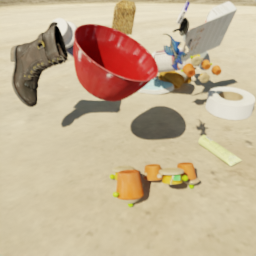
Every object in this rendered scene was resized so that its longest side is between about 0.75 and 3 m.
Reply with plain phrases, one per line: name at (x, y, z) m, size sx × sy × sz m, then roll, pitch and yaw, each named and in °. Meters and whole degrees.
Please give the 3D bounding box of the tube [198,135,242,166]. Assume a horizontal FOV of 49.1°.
tube at (3.140, 0.809, 9.791) m, size 0.451 × 0.403 × 1.554 m, roll -49°, pitch 48°, yaw -2°

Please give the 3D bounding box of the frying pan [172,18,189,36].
frying pan at (2.214, -4.039, 11.628) m, size 0.196 × 1.203 × 0.728 m, roll 1°, pitch 73°, yaw -18°

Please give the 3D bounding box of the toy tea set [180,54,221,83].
toy tea set at (2.861, -2.330, 10.982) m, size 1.591 × 0.946 × 0.589 m, roll 16°, pitch 35°, yaw -25°

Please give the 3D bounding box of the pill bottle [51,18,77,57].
pill bottle at (-2.370, -3.647, 11.492) m, size 1.092 × 1.092 × 1.966 m, roll 11°, pitch -3°, yaw 18°

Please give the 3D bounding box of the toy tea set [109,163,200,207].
toy tea set at (0.788, 1.642, 8.148) m, size 2.710 × 1.003 × 1.611 m, roll -3°, pitch 2°, yaw 1°

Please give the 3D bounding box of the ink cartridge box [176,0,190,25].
ink cartridge box at (2.254, -4.704, 11.232) m, size 0.180 × 0.830 × 0.822 m, roll 25°, pitch 51°, yaw -3°

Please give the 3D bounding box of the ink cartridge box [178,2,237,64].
ink cartridge box at (2.981, -3.737, 11.125) m, size 2.355 × 1.914 × 0.672 m, roll -23°, pitch 65°, yaw -16°

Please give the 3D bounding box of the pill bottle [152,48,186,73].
pill bottle at (1.603, -2.974, 12.490) m, size 1.744 × 0.955 × 0.955 m, roll -1°, pitch 28°, yaw 29°

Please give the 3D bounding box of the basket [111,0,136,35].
basket at (-0.241, -4.543, 11.449) m, size 0.907 × 1.218 × 0.869 m, roll 1°, pitch 45°, yaw -11°

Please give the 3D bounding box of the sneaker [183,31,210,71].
sneaker at (3.316, -3.730, 13.403) m, size 0.755 × 2.068 × 0.732 m, roll -26°, pitch 11°, yaw 22°

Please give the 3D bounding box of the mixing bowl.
mixing bowl at (-0.520, -1.620, 7.777) m, size 2.428 × 1.315 × 2.428 m, roll 19°, pitch 41°, yaw -17°

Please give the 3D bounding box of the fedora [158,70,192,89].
fedora at (2.300, -2.701, 14.803) m, size 2.093 × 2.093 × 0.853 m, roll 21°, pitch 77°, yaw 31°

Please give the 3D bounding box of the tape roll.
tape roll at (4.582, -1.139, 12.648) m, size 2.054 × 0.719 × 2.054 m, roll 0°, pitch 31°, yaw 0°

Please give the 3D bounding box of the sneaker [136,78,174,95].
sneaker at (1.095, -2.360, 14.373) m, size 2.547 × 1.044 × 0.941 m, roll 2°, pitch 32°, yaw 2°

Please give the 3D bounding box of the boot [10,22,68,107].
boot at (-2.875, -2.035, 9.265) m, size 2.114 × 2.429 × 0.841 m, roll -10°, pitch 2°, yaw 28°

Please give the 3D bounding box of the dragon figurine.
dragon figurine at (1.060, -1.863, 6.597) m, size 0.325 × 1.104 × 0.549 m, roll -29°, pitch -11°, yaw 35°
